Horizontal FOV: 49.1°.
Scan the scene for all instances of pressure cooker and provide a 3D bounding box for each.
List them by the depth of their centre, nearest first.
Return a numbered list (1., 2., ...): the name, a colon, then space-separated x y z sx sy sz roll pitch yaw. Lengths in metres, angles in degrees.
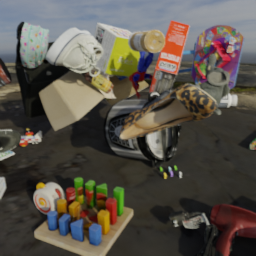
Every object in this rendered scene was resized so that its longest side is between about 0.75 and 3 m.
1. pressure cooker: 0.653 0.017 9.836 2.495 2.194 2.228 4 55 42

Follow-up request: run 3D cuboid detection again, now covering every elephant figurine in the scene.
1. elephant figurine: 2.386 -1.238 7.718 1.423 1.104 1.007 -47 9 -1

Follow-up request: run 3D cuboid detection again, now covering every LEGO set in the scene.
1. LEGO set: -4.777 0.492 11.484 1.817 0.597 2.432 14 27 34

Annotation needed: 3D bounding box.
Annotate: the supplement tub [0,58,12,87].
1. supplement tub: -4.377 -1.409 8.182 1.660 0.888 0.888 -24 23 -8

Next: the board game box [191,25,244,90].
1. board game box: 3.191 -2.602 10.682 0.500 2.569 2.030 -9 22 -41

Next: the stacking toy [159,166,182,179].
1. stacking toy: 1.399 1.445 9.301 0.572 0.178 0.759 -2 18 -6

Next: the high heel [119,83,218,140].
1. high heel: 0.867 -0.159 6.992 1.996 1.000 2.801 -40 17 -9

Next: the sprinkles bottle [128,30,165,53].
1. sprinkles bottle: 0.514 -2.622 8.538 0.632 0.632 1.853 -5 18 -13

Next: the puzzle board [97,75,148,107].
1. puzzle board: -0.349 -2.048 13.922 2.186 0.190 1.647 -31 56 -17

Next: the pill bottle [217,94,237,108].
1. pill bottle: 5.883 -1.700 17.384 1.533 0.917 0.917 3 19 6

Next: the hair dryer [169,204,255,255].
1. hair dryer: 2.167 2.396 6.105 2.366 0.643 1.802 -12 27 -2

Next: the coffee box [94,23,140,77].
1. coffee box: -0.544 -3.620 13.239 1.803 1.806 1.786 -3 36 -38

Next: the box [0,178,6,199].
1. box: -4.280 1.976 7.385 1.533 0.405 1.966 -3 20 -9

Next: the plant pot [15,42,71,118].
1. plant pot: -3.112 -2.026 10.839 2.318 2.323 2.061 -13 -17 -17

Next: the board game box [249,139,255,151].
1. board game box: 6.091 0.582 11.711 1.277 0.286 2.438 12 22 37

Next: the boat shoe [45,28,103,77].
1. boat shoe: -1.202 -1.934 7.628 1.171 1.014 2.746 40 18 -6

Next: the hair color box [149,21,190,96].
1. hair color box: 1.446 -2.408 9.812 0.763 1.324 2.387 16 60 3

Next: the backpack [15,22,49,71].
1. backpack: -2.302 -1.993 6.711 0.728 0.960 1.150 3 -18 -19

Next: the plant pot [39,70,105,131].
1. plant pot: -1.949 -0.977 9.075 1.486 1.315 1.484 -21 20 45

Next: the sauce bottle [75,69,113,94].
1. sauce bottle: -1.041 -1.520 8.617 1.264 0.417 0.417 30 2 -32

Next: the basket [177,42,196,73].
1. basket: 3.006 -2.987 12.418 1.961 1.364 1.729 -3 -14 12

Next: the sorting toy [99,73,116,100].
1. sorting toy: -0.844 -1.623 12.147 0.615 1.151 1.036 -21 -12 16

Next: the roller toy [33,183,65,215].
1. roller toy: -2.058 1.834 7.265 0.720 0.789 0.551 21 26 22

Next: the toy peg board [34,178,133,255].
1. toy peg board: -1.011 1.976 6.678 1.755 0.858 1.748 8 20 23

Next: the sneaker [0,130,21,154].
1. sneaker: -5.204 0.702 10.077 2.582 0.858 1.168 -11 13 -2

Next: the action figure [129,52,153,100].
1. action figure: 0.731 -2.169 10.878 0.885 2.713 1.343 -14 64 -23
